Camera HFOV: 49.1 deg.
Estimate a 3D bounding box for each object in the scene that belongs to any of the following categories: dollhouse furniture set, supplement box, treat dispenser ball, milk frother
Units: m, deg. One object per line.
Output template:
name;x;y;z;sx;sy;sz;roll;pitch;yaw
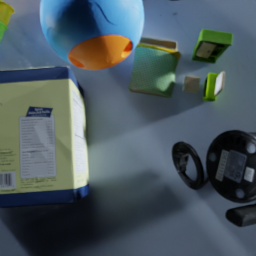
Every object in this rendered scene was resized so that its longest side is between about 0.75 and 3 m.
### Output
dollhouse furniture set;1.276;-1.664;7.379;2.418;1.213;1.584;9;82;1
supplement box;-2.548;0.304;6.719;2.906;1.951;2.903;-4;82;-1
treat dispenser ball;-0.872;-2.702;6.916;2.502;2.502;2.502;0;82;0
milk frother;2.734;0.831;6.882;2.397;2.549;2.300;1;122;-35

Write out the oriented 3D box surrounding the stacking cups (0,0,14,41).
stacking cups;-3.924;-2.174;7.743;0.811;0.811;2.679;15;86;2
